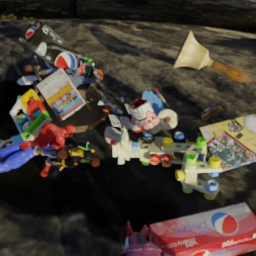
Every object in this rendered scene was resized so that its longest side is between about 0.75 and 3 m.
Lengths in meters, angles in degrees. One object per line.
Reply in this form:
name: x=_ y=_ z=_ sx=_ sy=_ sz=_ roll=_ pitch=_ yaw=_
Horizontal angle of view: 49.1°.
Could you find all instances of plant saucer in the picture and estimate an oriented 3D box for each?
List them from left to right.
plant saucer: x=-1.965 y=-0.597 z=9.641 sx=2.625 sy=0.387 sz=2.625 roll=5 pitch=33 yaw=-3

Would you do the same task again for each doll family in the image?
doll family: x=-1.397 y=0.676 z=6.717 sx=1.009 sy=0.685 sz=1.746 roll=8 pitch=11 yaw=42

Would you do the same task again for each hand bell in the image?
hand bell: x=3.277 y=-2.382 z=10.598 sx=2.844 sy=1.481 sz=1.481 roll=24 pitch=38 yaw=0

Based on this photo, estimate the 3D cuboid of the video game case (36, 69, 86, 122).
video game case: x=-2.195 y=-1.077 z=9.160 sx=1.023 sy=0.125 sz=1.431 roll=-35 pitch=85 yaw=1

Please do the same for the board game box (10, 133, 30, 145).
board game box: x=-3.247 y=0.399 z=8.652 sx=0.786 sy=0.153 sz=0.621 roll=-21 pitch=35 yaw=-34

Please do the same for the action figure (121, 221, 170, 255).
action figure: x=0.208 y=2.621 z=4.084 sx=1.833 sy=2.038 sz=2.736 roll=-10 pitch=50 yaw=-4

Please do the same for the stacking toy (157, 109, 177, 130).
stacking toy: x=1.240 y=-0.243 z=9.058 sx=0.649 sy=0.649 sz=0.888 roll=4 pitch=-1 yaw=6

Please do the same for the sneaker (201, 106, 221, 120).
sneaker: x=2.782 y=-0.597 z=9.510 sx=0.295 sy=0.788 sz=0.355 roll=25 pitch=47 yaw=-28

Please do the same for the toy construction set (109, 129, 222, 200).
toy construction set: x=0.917 y=0.757 z=7.250 sx=2.824 sy=1.301 sz=1.852 roll=16 pitch=34 yaw=3

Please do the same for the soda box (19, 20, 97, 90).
soda box: x=-2.505 y=-2.674 z=10.579 sx=1.049 sy=2.965 sz=0.939 roll=28 pitch=84 yaw=43

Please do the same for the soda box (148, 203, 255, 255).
soda box: x=1.537 y=2.201 z=5.633 sx=2.181 sy=0.691 sz=0.763 roll=-9 pitch=36 yaw=-13

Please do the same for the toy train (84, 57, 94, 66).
toy train: x=-2.571 y=-3.255 z=13.563 sx=2.164 sy=0.452 sz=0.610 roll=24 pitch=52 yaw=30

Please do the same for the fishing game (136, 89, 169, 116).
fishing game: x=0.857 y=-0.743 z=9.455 sx=1.127 sy=0.245 sz=1.574 roll=52 pitch=37 yaw=-2

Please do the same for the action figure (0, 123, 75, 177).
action figure: x=-2.636 y=0.842 z=7.169 sx=2.947 sy=1.459 sz=0.962 roll=-28 pitch=55 yaw=-28

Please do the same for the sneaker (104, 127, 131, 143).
sneaker: x=-0.329 y=0.359 z=8.541 sx=0.941 sy=0.492 sz=0.354 roll=35 pitch=57 yaw=1

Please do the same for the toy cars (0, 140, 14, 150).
toy cars: x=-4.034 y=0.728 z=7.495 sx=1.862 sy=0.412 sz=0.835 roll=-28 pitch=18 yaw=-12

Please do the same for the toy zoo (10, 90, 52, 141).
toy zoo: x=-3.049 y=-0.436 z=8.570 sx=1.076 sy=0.168 sz=1.640 roll=-44 pitch=61 yaw=12

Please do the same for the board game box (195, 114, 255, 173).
board game box: x=3.027 y=0.411 z=7.895 sx=1.931 sy=0.334 sz=1.308 roll=-13 pitch=66 yaw=-16

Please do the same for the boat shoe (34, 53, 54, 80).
boat shoe: x=-3.789 y=-2.944 z=12.570 sx=0.899 sy=0.767 sz=2.690 roll=22 pitch=23 yaw=-42

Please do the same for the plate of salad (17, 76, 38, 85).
plate of salad: x=-4.257 y=-1.988 z=11.932 sx=0.893 sy=0.215 sz=0.893 roll=-2 pitch=36 yaw=2

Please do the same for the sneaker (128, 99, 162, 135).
sneaker: x=0.310 y=-0.341 z=7.599 sx=0.559 sy=0.898 sz=1.675 roll=-32 pitch=13 yaw=-13

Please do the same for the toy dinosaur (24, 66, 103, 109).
toy dinosaur: x=-2.168 y=-1.941 z=10.087 sx=2.309 sy=1.336 sz=2.545 roll=-15 pitch=53 yaw=-33

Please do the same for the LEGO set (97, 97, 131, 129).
LEGO set: x=-0.283 y=-0.473 z=9.344 sx=1.192 sy=0.392 sz=1.595 roll=8 pitch=42 yaw=-32
